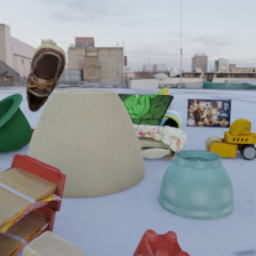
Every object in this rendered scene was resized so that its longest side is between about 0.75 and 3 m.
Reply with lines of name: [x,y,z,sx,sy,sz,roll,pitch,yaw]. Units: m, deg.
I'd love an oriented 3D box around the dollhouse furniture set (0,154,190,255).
dollhouse furniture set: [-0.593,1.245,2.629,2.455,0.998,1.321,21,15,14]

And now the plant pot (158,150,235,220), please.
plant pot: [1.109,0.829,4.565,1.218,0.816,1.218,0,10,0]

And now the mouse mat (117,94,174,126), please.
mouse mat: [-0.029,-0.301,8.988,2.364,0.111,2.938,5,39,28]

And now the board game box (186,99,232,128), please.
board game box: [3.299,-0.611,11.514,1.732,1.173,0.300,1,10,11]

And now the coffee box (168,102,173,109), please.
coffee box: [2.304,-1.469,18.277,1.104,0.441,0.624,4,11,21]

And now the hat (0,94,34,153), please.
hat: [-3.093,0.505,7.996,2.173,2.309,2.623,13,55,50]

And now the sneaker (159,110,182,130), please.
sneaker: [0.543,-0.201,9.545,2.727,1.085,1.780,0,9,3]

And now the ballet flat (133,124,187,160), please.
ballet flat: [0.190,0.371,7.184,2.584,0.977,0.826,-1,42,20]

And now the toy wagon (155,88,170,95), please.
toy wagon: [1.152,-1.122,10.383,0.897,0.177,0.696,-39,28,2]

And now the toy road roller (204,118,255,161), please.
toy road roller: [2.702,0.249,7.288,1.335,0.974,0.820,2,10,11]

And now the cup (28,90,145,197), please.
cup: [-0.893,0.115,5.826,2.479,1.773,2.479,-1,10,0]

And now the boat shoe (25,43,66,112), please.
boat shoe: [-2.575,-1.359,8.429,0.987,0.984,2.735,14,-33,-27]
